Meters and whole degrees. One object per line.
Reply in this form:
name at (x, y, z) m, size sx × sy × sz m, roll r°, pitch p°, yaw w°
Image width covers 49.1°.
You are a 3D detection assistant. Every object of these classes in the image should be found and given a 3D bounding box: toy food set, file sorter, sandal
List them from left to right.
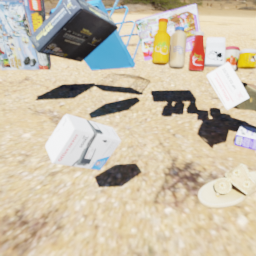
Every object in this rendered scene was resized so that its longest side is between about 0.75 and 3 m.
file sorter at (-0.953, -3.730, 10.210) m, size 1.992 × 2.871 × 1.761 m, roll 3°, pitch 60°, yaw 29°
toy food set at (2.008, -2.164, 7.402) m, size 2.609 × 1.174 × 1.245 m, roll 5°, pitch 3°, yaw 14°
sandal at (2.744, 1.163, 6.646) m, size 2.403 × 0.790 × 0.881 m, roll -8°, pitch 28°, yaw -16°

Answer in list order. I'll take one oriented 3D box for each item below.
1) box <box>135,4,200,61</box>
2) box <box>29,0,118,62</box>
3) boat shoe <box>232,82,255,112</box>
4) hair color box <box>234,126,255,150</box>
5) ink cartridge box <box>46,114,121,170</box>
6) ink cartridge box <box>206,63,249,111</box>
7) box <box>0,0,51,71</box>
box at (1.256, -2.890, 8.603) m, size 1.859 × 1.272 × 0.364 m, roll -8°, pitch 25°, yaw 17°
box at (-1.299, -2.420, 7.129) m, size 1.525 × 0.493 × 1.933 m, roll -37°, pitch -8°, yaw 21°
boat shoe at (3.535, -0.834, 7.937) m, size 0.724 × 0.772 × 2.144 m, roll 1°, pitch 19°, yaw -35°
hair color box at (4.014, 0.380, 8.582) m, size 1.299 × 0.421 × 0.710 m, roll 17°, pitch 33°, yaw 27°
ink cartridge box at (-0.752, 0.276, 4.749) m, size 1.017 × 0.735 × 0.428 m, roll 17°, pitch 26°, yaw -43°
ink cartridge box at (2.302, -0.965, 6.453) m, size 0.538 × 0.912 × 1.585 m, roll -31°, pitch -2°, yaw 22°
box at (-3.550, -3.123, 9.290) m, size 1.702 × 2.486 × 0.496 m, roll -2°, pitch 40°, yaw -9°
